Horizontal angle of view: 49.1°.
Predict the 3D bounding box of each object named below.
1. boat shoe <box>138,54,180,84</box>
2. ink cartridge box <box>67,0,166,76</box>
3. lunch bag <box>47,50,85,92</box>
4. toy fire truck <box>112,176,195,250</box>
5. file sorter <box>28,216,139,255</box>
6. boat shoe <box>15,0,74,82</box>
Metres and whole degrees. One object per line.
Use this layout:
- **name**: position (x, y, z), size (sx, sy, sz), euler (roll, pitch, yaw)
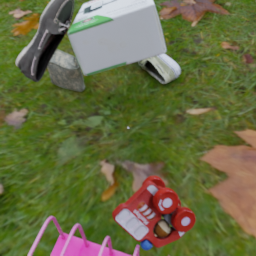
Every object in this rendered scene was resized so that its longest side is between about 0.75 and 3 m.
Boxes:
- **boat shoe**: position (0.793, -2.567, 10.488), size (0.790, 0.917, 2.547), euler (-38, 61, -23)
- **ink cartridge box**: position (-0.254, -2.716, 7.414), size (2.076, 1.176, 2.832), euler (-15, 34, 9)
- **lunch bag**: position (-2.091, -1.951, 9.802), size (1.348, 1.106, 0.793), euler (25, 56, 19)
- **toy fire truck**: position (0.468, 1.554, 4.894), size (1.071, 1.275, 0.715), euler (-43, 20, -4)
- **file sorter**: position (-0.616, 2.993, 5.292), size (2.573, 1.614, 1.788), euler (14, 52, 11)
- **boat shoe**: position (-1.869, -2.121, 6.789), size (0.682, 2.394, 0.800), euler (47, 28, 4)
